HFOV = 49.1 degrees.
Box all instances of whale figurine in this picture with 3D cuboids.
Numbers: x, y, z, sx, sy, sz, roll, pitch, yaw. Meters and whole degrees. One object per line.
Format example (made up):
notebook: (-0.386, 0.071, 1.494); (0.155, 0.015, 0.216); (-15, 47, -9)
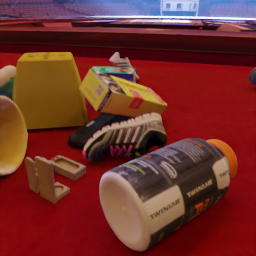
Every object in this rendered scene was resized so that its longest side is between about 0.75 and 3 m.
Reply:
whale figurine: (-4.520, -1.531, 10.176); (1.887, 0.979, 1.501); (-6, 40, 45)

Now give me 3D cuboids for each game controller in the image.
game controller: (-0.721, 0.019, 7.508); (1.032, 0.417, 1.979); (-1, 22, 29)

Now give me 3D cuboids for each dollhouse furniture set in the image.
dollhouse furniture set: (-1.427, 0.682, 5.509); (0.994, 0.852, 1.045); (17, 31, 31)

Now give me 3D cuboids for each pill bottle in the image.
pill bottle: (0.797, 0.895, 4.625); (2.327, 1.236, 1.236); (-19, 32, -33)

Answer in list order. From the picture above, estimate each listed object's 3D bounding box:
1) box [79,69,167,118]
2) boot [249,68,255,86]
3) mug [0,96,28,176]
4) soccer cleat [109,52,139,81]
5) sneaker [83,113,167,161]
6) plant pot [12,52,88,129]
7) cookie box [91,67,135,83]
box: (-0.034, -0.797, 7.443); (2.497, 0.626, 0.940); (8, 35, -50)
boot: (5.119, -1.262, 9.580); (2.571, 1.026, 2.828); (16, 37, 34)
mug: (-3.244, 0.312, 6.010); (1.646, 2.005, 1.606); (-4, 58, 11)
soccer cleat: (-0.060, -2.513, 11.562); (1.597, 0.680, 0.548); (27, 9, -33)
sneaker: (0.007, 0.364, 6.221); (1.990, 0.734, 0.871); (-21, 59, -14)
plant pot: (-2.302, -1.216, 8.208); (2.038, 1.797, 2.038); (-5, 24, -10)
cookie box: (-0.495, -1.324, 9.147); (1.431, 1.224, 0.538); (4, 32, 7)
